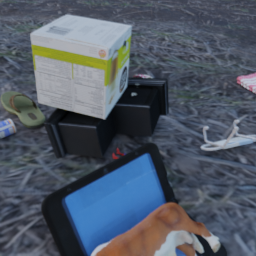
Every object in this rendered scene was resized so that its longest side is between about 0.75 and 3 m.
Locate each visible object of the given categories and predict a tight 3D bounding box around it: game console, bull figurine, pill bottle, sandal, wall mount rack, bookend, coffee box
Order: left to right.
[{"bbox_3d":[-4.267,0.095,9.325,0.899,0.504,0.504,-27,45,-30],"label":"pill bottle"},{"bbox_3d":[-3.867,-0.850,10.375,1.010,0.726,2.543,-30,47,-34],"label":"sandal"},{"bbox_3d":[-1.245,-1.834,8.172,2.134,2.110,2.130,14,37,11],"label":"coffee box"},{"bbox_3d":[-0.489,-0.339,8.871,2.969,1.376,2.988,6,38,19],"label":"bookend"},{"bbox_3d":[0.246,2.105,5.667,2.994,1.742,2.633,-25,44,-29],"label":"game console"},{"bbox_3d":[0.365,2.490,5.333,2.825,0.920,1.715,-31,47,-32],"label":"bull figurine"},{"bbox_3d":[3.302,0.184,8.527,2.097,0.782,1.822,-11,7,-14],"label":"wall mount rack"}]

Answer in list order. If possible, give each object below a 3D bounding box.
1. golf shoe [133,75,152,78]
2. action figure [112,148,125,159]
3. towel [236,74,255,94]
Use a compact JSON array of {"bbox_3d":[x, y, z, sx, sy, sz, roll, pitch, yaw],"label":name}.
[{"bbox_3d":[0.677,-2.187,12.487,0.926,0.336,0.427,16,35,6],"label":"golf shoe"},{"bbox_3d":[0.175,0.829,8.294,1.296,0.641,0.423,19,42,19],"label":"action figure"},{"bbox_3d":[6.163,-1.738,11.836,1.862,0.381,2.545,-19,41,-22],"label":"towel"}]
